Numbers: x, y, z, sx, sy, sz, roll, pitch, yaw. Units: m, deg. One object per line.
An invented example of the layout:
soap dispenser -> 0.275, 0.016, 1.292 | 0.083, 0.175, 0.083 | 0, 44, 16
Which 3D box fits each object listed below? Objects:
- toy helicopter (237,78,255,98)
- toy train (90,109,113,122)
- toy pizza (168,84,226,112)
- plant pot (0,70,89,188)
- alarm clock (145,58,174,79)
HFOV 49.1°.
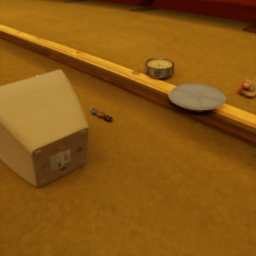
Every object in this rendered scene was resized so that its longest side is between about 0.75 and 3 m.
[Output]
toy helicopter -> 6.240, -2.106, 13.723 | 1.113, 0.664, 1.683 | 37, 69, 15
toy train -> -1.191, -0.537, 12.110 | 1.264, 0.216, 0.289 | 27, 55, 32
toy pizza -> 3.187, -1.376, 13.084 | 2.596, 0.411, 2.596 | 0, 33, 0
plant pot -> -2.714, 0.197, 9.113 | 2.761, 2.757, 2.444 | -26, 55, -32
alarm clock -> 1.683, -3.163, 15.377 | 1.592, 0.785, 2.360 | 8, 34, 11
